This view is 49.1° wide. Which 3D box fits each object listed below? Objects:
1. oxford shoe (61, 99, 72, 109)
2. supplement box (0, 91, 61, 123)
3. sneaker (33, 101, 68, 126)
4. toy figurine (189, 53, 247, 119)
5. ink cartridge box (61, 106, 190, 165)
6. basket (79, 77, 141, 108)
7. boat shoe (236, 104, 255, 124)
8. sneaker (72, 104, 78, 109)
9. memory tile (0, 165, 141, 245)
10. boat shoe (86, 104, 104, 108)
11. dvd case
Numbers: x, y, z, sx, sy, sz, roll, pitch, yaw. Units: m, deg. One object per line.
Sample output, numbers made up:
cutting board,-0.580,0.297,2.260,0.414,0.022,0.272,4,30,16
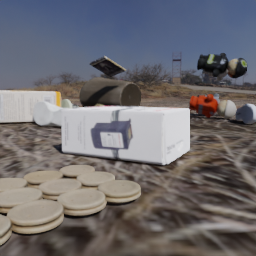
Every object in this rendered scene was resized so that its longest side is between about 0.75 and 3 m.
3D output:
oxford shoe,-2.745,-0.870,12.419,0.551,0.717,1.907,25,-5,-28
supplement box,-3.844,-0.750,9.635,2.796,1.028,1.762,-2,7,-21
sneaker,-2.057,-0.333,8.403,1.904,0.717,0.843,14,4,35
toy figurine,3.638,-1.637,11.197,1.749,2.514,2.475,13,9,20
ink cartridge box,0.002,0.039,4.601,1.768,0.746,1.280,4,8,28
basket,-0.753,-1.623,14.184,2.580,1.755,2.326,12,26,43
boat shoe,4.021,-0.466,9.179,0.546,0.633,1.759,2,5,6
sneaker,-3.480,-1.281,17.004,0.959,0.362,0.552,8,-1,3
memory tile,-0.790,0.614,2.528,1.598,0.134,1.225,-7,10,-40
boat shoe,-0.938,-0.516,9.625,0.598,0.584,1.581,4,8,27
dvd case,-0.885,-2.652,12.164,0.959,0.103,1.290,-11,-24,41
